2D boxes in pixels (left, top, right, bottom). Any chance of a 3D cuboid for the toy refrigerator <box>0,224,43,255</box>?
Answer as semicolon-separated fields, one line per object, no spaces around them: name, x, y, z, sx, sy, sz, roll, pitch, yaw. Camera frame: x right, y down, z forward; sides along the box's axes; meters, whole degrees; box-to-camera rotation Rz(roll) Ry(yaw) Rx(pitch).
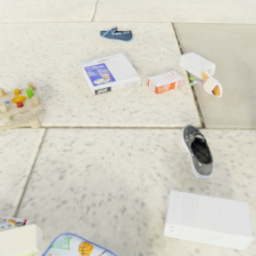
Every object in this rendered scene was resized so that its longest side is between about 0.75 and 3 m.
toy refrigerator;-3.045;2.883;6.660;1.845;0.700;0.645;-10;59;-9

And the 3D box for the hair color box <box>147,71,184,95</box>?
hair color box;1.741;-2.112;13.044;1.488;0.476;0.825;-19;45;-19

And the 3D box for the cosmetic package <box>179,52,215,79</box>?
cosmetic package;3.468;-3.165;14.172;0.864;0.629;1.699;-21;43;-23

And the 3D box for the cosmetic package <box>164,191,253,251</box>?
cosmetic package;2.090;2.454;7.504;2.126;0.787;1.081;9;44;8

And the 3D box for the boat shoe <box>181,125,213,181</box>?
boat shoe;2.373;0.605;9.609;0.872;0.826;2.495;0;41;1

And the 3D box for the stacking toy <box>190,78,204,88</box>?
stacking toy;3.336;-2.161;13.346;0.812;0.191;0.612;6;39;10

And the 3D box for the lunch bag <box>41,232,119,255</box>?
lunch bag;-0.985;3.660;5.944;2.726;1.030;2.184;18;46;18

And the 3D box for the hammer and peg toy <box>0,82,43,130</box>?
hammer and peg toy;-4.414;-0.889;11.332;1.763;0.845;2.396;-15;43;-17

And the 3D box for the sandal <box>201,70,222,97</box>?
sandal;3.601;-1.939;12.612;0.518;0.693;1.808;-16;43;-8

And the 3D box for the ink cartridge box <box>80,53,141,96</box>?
ink cartridge box;-0.905;-2.639;13.520;2.317;0.551;2.345;-17;45;-13

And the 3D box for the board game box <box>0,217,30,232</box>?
board game box;-3.540;2.849;7.431;1.540;0.267;0.972;4;42;5

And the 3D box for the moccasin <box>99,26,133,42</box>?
moccasin;-0.717;-5.848;17.171;2.195;0.749;0.883;11;42;12
